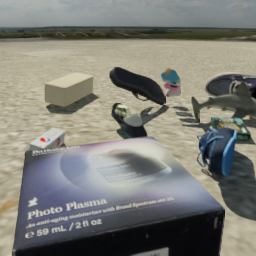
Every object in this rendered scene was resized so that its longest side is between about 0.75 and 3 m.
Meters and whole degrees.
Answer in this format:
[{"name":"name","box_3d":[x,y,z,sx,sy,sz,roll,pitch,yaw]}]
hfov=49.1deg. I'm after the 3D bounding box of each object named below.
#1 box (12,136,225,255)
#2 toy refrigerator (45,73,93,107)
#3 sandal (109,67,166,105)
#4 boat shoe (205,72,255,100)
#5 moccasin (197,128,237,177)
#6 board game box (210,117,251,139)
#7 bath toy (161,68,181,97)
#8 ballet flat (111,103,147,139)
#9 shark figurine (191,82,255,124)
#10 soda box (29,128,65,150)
[{"name":"box","box_3d":[-0.298,1.203,3.984,2.265,1.396,2.246,-6,21,-16]},{"name":"toy refrigerator","box_3d":[-2.491,-1.685,12.160,0.960,0.885,2.529,13,25,14]},{"name":"sandal","box_3d":[0.382,-1.570,10.801,2.733,0.585,1.039,20,49,-33]},{"name":"boat shoe","box_3d":[4.340,-1.516,10.674,2.994,1.118,1.388,2,18,28]},{"name":"moccasin","box_3d":[2.043,0.527,6.593,0.826,0.975,2.422,11,10,21]},{"name":"board game box","box_3d":[3.121,-0.015,8.663,0.968,0.201,1.431,4,20,10]},{"name":"bath toy","box_3d":[1.640,-1.664,10.763,0.616,0.725,1.668,-26,-21,4]},{"name":"ballet flat","box_3d":[-0.002,-0.261,8.375,0.659,0.659,1.804,-11,34,-26]},{"name":"shark figurine","box_3d":[3.482,-0.990,9.520,2.878,1.201,1.720,6,36,2]},{"name":"soda box","box_3d":[-2.106,0.398,7.364,0.395,0.369,1.159,16,23,9]}]
